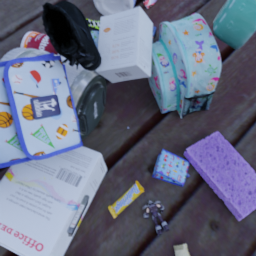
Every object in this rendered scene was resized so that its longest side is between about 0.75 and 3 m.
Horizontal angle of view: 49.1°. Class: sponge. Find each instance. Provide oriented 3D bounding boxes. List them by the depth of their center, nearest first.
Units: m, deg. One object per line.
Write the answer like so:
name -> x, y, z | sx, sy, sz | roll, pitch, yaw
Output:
sponge -> 2.859, 1.296, 8.078 | 1.325, 0.354, 2.376 | -27, 64, -22

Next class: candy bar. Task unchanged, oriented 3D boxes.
candy bar -> -0.061, 1.902, 7.431 | 0.159, 1.433, 0.357 | -4, 53, -49

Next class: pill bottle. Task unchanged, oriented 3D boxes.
pill bottle -> -2.557, -2.572, 9.743 | 2.026, 1.145, 1.145 | 15, 63, 7
pill bottle -> -0.258, -5.906, 11.233 | 1.611, 1.611, 2.831 | 13, 64, 6

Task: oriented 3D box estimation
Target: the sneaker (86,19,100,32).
sneaker -> -1.502, -3.701, 10.471 | 2.160, 0.894, 0.774 | -18, 64, -9

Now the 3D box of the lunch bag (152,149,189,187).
lunch bag -> 1.320, 1.204, 8.194 | 1.018, 0.479, 0.767 | 21, 61, 0

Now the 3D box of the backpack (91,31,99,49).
backpack -> -0.945, -2.302, 8.236 | 0.807, 0.856, 1.050 | 20, 97, -6

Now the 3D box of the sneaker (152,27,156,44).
sneaker -> 0.831, -3.521, 10.697 | 0.383, 0.368, 0.977 | 16, 61, 14

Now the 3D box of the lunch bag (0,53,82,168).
lunch bag -> -2.591, -0.329, 6.475 | 2.706, 1.676, 2.301 | -12, 97, -3

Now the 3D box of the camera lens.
camera lens -> -2.189, -0.982, 8.294 | 2.782, 2.225, 2.225 | 21, 64, 11

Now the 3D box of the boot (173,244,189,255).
boot -> 1.564, 3.278, 7.167 | 0.769, 0.280, 0.598 | -4, 62, 2

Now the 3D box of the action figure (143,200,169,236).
action figure -> 0.748, 2.398, 7.613 | 0.621, 0.331, 0.954 | -23, 61, -4

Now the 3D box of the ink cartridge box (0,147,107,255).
ink cartridge box -> -2.153, 1.765, 7.370 | 2.149, 1.247, 2.912 | 21, 66, 14

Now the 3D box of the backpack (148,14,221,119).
backpack -> 1.617, -1.867, 8.449 | 2.081, 2.764, 2.453 | -13, 64, -7

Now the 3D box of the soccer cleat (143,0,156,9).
soccer cleat -> 0.988, -5.257, 11.684 | 0.853, 0.284, 0.326 | -39, 110, -28

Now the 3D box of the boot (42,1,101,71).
boot -> -1.398, -2.272, 6.328 | 0.780, 1.727, 2.107 | -29, 83, 11

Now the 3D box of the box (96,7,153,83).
box -> -0.077, -2.221, 7.677 | 1.262, 0.881, 1.657 | -2, 76, 29

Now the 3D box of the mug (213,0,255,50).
mug -> 2.765, -2.780, 7.266 | 0.912, 1.474, 1.211 | 31, 101, -1
